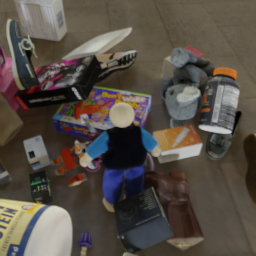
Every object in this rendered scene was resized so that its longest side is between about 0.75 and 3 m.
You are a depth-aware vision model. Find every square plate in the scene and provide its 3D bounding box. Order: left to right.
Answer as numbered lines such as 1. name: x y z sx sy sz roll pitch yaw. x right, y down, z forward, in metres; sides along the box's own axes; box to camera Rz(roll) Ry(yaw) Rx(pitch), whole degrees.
1. square plate: -1.296 -3.455 11.812 2.347 0.334 2.325 4 39 43

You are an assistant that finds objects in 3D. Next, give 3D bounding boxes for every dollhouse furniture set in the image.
1. dollhouse furniture set: -1.619 1.080 7.920 1.083 0.558 1.071 -32 76 19

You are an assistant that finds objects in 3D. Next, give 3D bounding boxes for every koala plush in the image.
1. koala plush: 1.984 -1.108 9.288 2.089 2.016 2.273 22 49 8

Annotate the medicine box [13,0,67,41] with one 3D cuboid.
1. medicine box: -3.996 -5.115 12.902 1.889 1.721 0.972 12 50 10

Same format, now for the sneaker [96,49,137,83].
1. sneaker: -0.690 -2.701 11.228 2.398 0.884 0.959 -29 61 -26

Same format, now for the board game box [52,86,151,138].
1. board game box: -0.828 -0.490 9.452 2.811 0.629 1.890 11 50 14

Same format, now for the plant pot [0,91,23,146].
1. plant pot: -4.173 -0.247 8.736 1.442 1.662 1.662 40 53 -10

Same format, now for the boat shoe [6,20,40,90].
1. boat shoe: -3.555 -2.539 9.494 0.773 0.936 2.500 -13 76 -3

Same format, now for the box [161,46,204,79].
1. box: 2.141 -2.436 11.053 1.475 0.943 0.804 -33 59 -25

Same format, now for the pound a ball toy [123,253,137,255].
1. pound a ball toy: 0.075 3.581 5.656 0.788 1.209 1.854 29 44 -23

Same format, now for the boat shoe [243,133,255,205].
1. boat shoe: 3.839 1.189 8.012 0.703 0.781 2.164 17 55 -17

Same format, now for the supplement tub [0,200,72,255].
1. supplement tub: -2.877 2.577 5.796 2.972 2.146 2.146 5 49 6

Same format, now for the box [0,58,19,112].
1. box: -4.991 -1.646 10.294 2.189 1.058 1.925 6 49 6

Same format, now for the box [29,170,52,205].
1. box: -2.409 1.659 7.727 0.469 0.560 0.754 -14 50 -12

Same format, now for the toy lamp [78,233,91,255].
1. toy lamp: -1.090 3.106 6.623 0.349 0.349 1.198 5 50 4

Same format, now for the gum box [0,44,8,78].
1. gum box: -5.367 -2.436 9.351 2.424 1.375 0.801 0 49 0

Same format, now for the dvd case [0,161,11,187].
1. dvd case: -5.095 1.133 8.414 2.124 0.228 2.856 -30 56 -24

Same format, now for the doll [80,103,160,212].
1. doll: -0.199 0.767 6.895 1.966 2.881 0.698 -3 28 -10

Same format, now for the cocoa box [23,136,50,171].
1. cocoa box: -2.775 0.766 8.522 0.554 0.545 0.831 -20 52 -16

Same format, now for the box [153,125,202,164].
1. box: 1.496 0.490 8.697 1.298 0.633 0.807 -11 51 -10

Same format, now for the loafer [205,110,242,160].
1. loafer: 3.088 0.143 8.959 0.717 0.628 1.997 33 56 13

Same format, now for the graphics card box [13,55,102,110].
1. graphics card box: -2.458 -1.587 9.847 2.806 0.714 1.760 -4 45 25

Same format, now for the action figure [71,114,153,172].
1. action figure: -0.631 0.598 8.315 2.419 1.801 1.620 -11 54 24

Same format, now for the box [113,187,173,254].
1. box: 0.316 2.196 6.726 1.139 0.706 1.119 -24 23 2

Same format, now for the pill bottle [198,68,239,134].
1. pill bottle: 2.769 -0.822 8.425 0.987 0.987 1.859 11 84 10

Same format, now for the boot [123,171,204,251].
1. boot: 0.866 2.144 7.321 1.886 0.650 2.023 -5 54 -1
